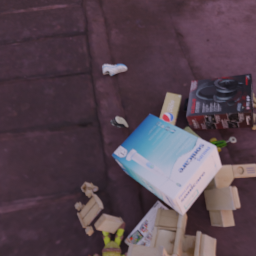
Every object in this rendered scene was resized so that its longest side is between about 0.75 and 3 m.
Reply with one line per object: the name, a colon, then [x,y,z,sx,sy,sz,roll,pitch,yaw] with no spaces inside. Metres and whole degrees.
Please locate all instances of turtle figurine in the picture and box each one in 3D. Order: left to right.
turtle figurine: [-0.597,3.762,8.638,2.028,0.653,1.636,-7,51,7]

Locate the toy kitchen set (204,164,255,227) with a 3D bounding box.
toy kitchen set: [3.600,2.123,9.024,1.699,1.536,1.883,-1,74,-14]

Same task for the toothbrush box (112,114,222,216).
toothbrush box: [1.224,1.077,9.231,2.088,1.216,2.852,-47,46,-15]

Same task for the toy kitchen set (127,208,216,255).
toy kitchen set: [1.334,3.019,7.617,1.801,1.992,2.208,-1,46,23]

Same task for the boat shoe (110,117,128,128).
boat shoe: [-0.331,-0.176,10.956,0.357,1.055,0.379,-33,68,17]

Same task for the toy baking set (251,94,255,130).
toy baking set: [5.997,-0.773,11.803,2.710,0.315,2.080,1,57,1]

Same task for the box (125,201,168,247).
box: [0.800,3.345,9.140,0.946,0.298,1.718,37,64,21]

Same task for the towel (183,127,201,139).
towel: [2.022,1.015,10.599,2.197,0.401,1.630,-31,63,-19]

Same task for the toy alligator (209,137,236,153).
toy alligator: [3.248,0.679,10.385,1.539,0.370,0.510,-10,61,-6]

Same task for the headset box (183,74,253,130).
headset box: [3.526,-0.986,11.106,2.615,1.010,1.946,-2,53,26]

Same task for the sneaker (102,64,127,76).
sneaker: [-0.623,-2.635,13.000,1.181,0.443,0.512,-1,63,9]

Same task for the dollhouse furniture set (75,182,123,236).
dollhouse furniture set: [-1.064,2.729,9.225,0.910,0.777,1.756,-52,41,8]

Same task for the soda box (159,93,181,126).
soda box: [1.671,-0.516,11.452,0.641,0.606,1.894,13,59,11]
